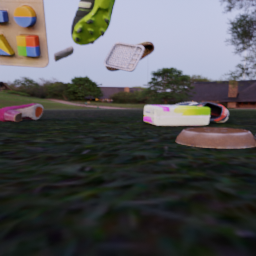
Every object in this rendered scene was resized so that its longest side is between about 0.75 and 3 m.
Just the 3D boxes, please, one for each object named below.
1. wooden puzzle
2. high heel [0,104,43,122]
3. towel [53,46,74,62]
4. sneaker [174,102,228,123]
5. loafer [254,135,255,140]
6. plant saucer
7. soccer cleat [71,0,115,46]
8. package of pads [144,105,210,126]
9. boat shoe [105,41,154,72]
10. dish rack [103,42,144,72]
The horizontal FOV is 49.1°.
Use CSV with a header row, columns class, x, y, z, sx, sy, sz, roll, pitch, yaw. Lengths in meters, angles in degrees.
class,x,y,z,sx,sy,sz,roll,pitch,yaw
wooden puzzle,-3.535,-2.999,8.609,2.038,2.201,0.509,5,21,8
high heel,-5.346,-0.844,13.918,1.271,0.891,2.643,12,11,13
towel,-2.584,-2.932,11.181,0.813,0.211,1.226,-28,10,-11
sneaker,3.001,-0.756,12.162,2.542,0.953,1.074,2,-10,22
loafer,2.768,0.211,5.146,0.342,0.331,0.974,12,-5,-22
plant saucer,1.864,0.179,5.979,1.682,0.290,1.682,0,6,0
soccer cleat,-0.842,-3.386,7.422,0.964,1.157,2.855,3,-29,-28
package of pads,1.839,-0.494,11.093,2.225,0.759,1.719,0,6,-12
boat shoe,0.082,-3.369,13.014,2.493,0.921,0.922,-29,21,-3
dish rack,-0.142,-2.716,10.861,1.407,1.208,0.306,18,-17,25
